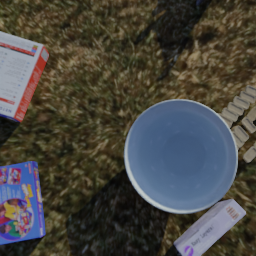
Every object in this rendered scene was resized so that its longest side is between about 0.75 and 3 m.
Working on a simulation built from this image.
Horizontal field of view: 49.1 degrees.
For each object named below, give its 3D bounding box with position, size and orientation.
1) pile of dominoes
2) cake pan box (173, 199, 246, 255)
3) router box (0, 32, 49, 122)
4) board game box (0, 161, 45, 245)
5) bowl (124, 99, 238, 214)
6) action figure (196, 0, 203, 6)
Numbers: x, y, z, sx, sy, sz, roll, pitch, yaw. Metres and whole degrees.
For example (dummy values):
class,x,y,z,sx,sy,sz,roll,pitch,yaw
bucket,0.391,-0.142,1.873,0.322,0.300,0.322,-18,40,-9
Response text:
class,x,y,z,sx,sy,sz,roll,pitch,yaw
pile of dominoes,3.624,-0.161,8.607,2.167,0.345,1.689,-43,92,-13
cake pan box,1.994,2.661,7.277,1.910,1.759,0.500,-39,71,-8
router box,-4.243,-1.764,8.726,2.732,0.667,2.452,18,80,4
board game box,-3.276,2.147,8.064,1.432,0.477,2.131,-10,79,-2
bowl,1.459,0.745,7.711,2.917,1.311,2.917,-1,86,21
action figure,2.675,-5.530,9.399,2.638,1.380,2.552,27,72,28
